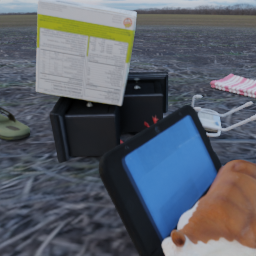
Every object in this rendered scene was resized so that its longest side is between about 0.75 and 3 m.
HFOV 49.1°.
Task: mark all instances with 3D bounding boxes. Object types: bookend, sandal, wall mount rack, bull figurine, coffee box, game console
[{"bbox_3d":[-0.262,-0.451,7.854,2.969,1.376,2.988,-1,28,4],"label":"bookend"},{"bbox_3d":[-3.973,-0.282,8.589,2.543,0.726,1.010,14,28,28],"label":"sandal"},{"bbox_3d":[2.823,-0.417,8.504,1.822,0.782,2.097,12,26,10],"label":"wall mount rack"},{"bbox_3d":[1.711,1.344,4.119,1.715,0.920,2.825,18,33,26],"label":"bull figurine"},{"bbox_3d":[-0.981,-2.009,7.229,2.134,2.110,2.130,9,25,-1],"label":"coffee box"},{"bbox_3d":[1.449,1.038,4.504,2.633,1.742,2.994,17,30,34],"label":"game console"}]

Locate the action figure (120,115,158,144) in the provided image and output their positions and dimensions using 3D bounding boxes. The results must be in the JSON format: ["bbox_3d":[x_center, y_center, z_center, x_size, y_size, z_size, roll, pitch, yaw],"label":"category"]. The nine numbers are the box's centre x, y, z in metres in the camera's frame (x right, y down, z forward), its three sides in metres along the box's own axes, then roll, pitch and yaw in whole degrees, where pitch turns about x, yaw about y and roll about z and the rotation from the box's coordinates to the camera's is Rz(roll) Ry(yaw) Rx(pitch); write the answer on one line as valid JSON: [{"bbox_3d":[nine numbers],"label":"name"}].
[{"bbox_3d":[0.390,0.074,7.353,1.296,0.641,0.423,-14,4,2],"label":"action figure"}]

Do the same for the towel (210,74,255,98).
[{"bbox_3d":[5.259,-1.899,12.548,1.862,0.381,2.545,-23,33,-39],"label":"towel"}]
